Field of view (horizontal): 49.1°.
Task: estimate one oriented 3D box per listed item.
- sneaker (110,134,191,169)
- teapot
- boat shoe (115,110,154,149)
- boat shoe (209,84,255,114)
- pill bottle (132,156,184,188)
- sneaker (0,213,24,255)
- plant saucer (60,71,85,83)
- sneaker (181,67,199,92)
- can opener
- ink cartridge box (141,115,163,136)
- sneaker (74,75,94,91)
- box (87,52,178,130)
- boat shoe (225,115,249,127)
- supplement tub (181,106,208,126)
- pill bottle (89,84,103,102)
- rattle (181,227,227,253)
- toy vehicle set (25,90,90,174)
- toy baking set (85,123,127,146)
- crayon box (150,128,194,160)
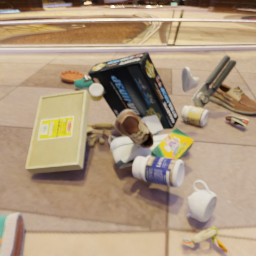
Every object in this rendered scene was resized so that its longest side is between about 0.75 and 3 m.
[{"bbox_3d":[0.878,0.906,9.587,2.994,1.093,1.060,-4,62,-18],"label":"sneaker"},{"bbox_3d":[1.882,1.973,7.393,0.653,0.883,0.894,23,68,37],"label":"teapot"},{"bbox_3d":[0.279,0.082,8.150,0.704,1.961,0.742,36,89,32],"label":"boat shoe"},{"bbox_3d":[5.041,-1.453,13.333,1.053,0.999,2.782,-26,39,-36],"label":"boat shoe"},{"bbox_3d":[0.843,1.201,7.886,1.332,0.771,0.771,5,30,28],"label":"pill bottle"},{"bbox_3d":[-3.001,3.014,5.991,1.099,0.982,2.750,-9,26,-6],"label":"sneaker"},{"bbox_3d":[-3.284,-3.016,16.545,1.473,0.238,1.473,8,30,-5],"label":"plant saucer"},{"bbox_3d":[2.317,-1.853,10.358,0.600,1.038,0.382,-21,47,-12],"label":"sneaker"},{"bbox_3d":[3.676,-1.983,12.268,0.668,2.505,0.837,35,8,-4],"label":"can opener"},{"bbox_3d":[0.657,0.032,9.932,0.639,0.869,0.628,-15,77,-37],"label":"ink cartridge box"},{"bbox_3d":[-1.516,-2.762,15.359,2.934,1.172,1.047,-7,31,-11],"label":"sneaker"},{"bbox_3d":[0.230,-1.162,10.174,2.331,2.932,0.675,-2,44,37],"label":"box"},{"bbox_3d":[4.556,-0.273,11.837,1.052,0.374,0.329,18,73,46],"label":"boat shoe"},{"bbox_3d":[2.862,-0.532,12.061,0.993,0.722,0.722,18,35,28],"label":"supplement tub"},{"bbox_3d":[-1.126,-1.218,9.881,0.483,0.483,0.884,-4,-7,-7],"label":"pill bottle"},{"bbox_3d":[1.799,2.814,6.721,0.911,0.651,0.593,-20,1,-20],"label":"rattle"},{"bbox_3d":[-2.303,0.067,9.437,1.787,0.381,2.876,-6,59,11],"label":"toy vehicle set"},{"bbox_3d":[-0.929,0.282,11.221,2.124,0.247,1.630,-1,34,0],"label":"toy baking set"},{"bbox_3d":[1.412,0.660,8.941,0.763,0.374,1.284,37,60,21],"label":"crayon box"}]
